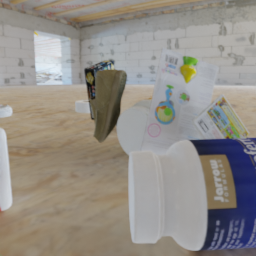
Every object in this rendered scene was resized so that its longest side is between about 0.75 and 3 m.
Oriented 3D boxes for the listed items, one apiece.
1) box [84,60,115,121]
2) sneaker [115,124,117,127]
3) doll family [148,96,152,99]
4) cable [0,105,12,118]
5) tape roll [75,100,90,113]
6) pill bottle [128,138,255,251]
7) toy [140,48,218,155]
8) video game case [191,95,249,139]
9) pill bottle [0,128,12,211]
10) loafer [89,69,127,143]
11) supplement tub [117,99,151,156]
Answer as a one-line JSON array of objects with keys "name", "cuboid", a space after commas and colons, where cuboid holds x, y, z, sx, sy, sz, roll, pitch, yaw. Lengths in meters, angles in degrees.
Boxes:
[{"name": "box", "cuboid": [-0.802, -1.208, 8.880, 0.378, 1.641, 1.304, 6, 26, 24]}, {"name": "sneaker", "cuboid": [0.180, -0.244, 11.794, 1.907, 0.713, 1.013, -3, 3, -25]}, {"name": "doll family", "cuboid": [1.436, -0.842, 12.936, 1.688, 1.225, 2.719, -12, 17, -44]}, {"name": "cable", "cuboid": [-6.928, -0.861, 14.799, 1.469, 0.509, 1.469, -10, 17, -37]}, {"name": "tape roll", "cuboid": [-2.267, -1.287, 16.585, 1.698, 0.594, 1.698, 0, 11, 0]}, {"name": "pill bottle", "cuboid": [1.342, 0.914, 4.004, 2.642, 1.529, 1.529, -2, 12, -4]}, {"name": "toy", "cuboid": [1.128, -0.364, 6.674, 1.530, 2.657, 0.627, 13, 0, -18]}, {"name": "video game case", "cuboid": [2.105, 0.006, 6.347, 1.054, 1.158, 0.133, -40, 8, -19]}, {"name": "pill bottle", "cuboid": [-3.316, 0.823, 4.528, 2.560, 1.483, 1.483, -6, 13, -23]}, {"name": "loafer", "cuboid": [-0.667, -0.649, 8.059, 0.819, 2.427, 0.923, 24, 33, 10]}, {"name": "supplement tub", "cuboid": [0.975, -0.076, 8.109, 1.683, 1.683, 2.315, 11, 20, 42]}]
